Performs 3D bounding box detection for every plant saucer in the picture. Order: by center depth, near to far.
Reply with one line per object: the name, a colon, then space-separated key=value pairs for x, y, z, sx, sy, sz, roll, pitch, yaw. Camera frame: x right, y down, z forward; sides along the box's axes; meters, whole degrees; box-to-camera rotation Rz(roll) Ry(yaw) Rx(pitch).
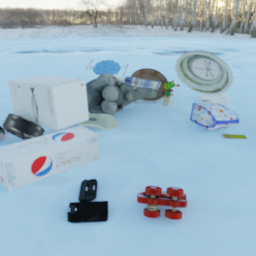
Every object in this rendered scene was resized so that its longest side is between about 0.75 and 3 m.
plant saucer: x=3.330 y=-2.491 z=12.187 sx=2.537 sy=2.537 sz=0.637 roll=14 pitch=61 yaw=30
plant saucer: x=1.047 y=-2.158 z=14.437 sx=2.081 sy=0.381 sz=2.081 roll=4 pitch=61 yaw=-7

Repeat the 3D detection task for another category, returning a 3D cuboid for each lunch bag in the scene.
lunch bag: x=3.311 y=-0.397 z=10.759 sx=1.237 sy=0.901 sz=1.455 roll=-5 pitch=21 yaw=-25

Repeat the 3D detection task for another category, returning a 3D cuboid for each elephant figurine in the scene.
elephant figurine: x=-0.577 y=-1.427 z=12.395 sx=2.276 sy=2.076 sz=2.933 roll=48 pitch=32 yaw=10

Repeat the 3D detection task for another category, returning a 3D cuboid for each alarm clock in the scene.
alarm clock: x=-3.600 y=0.076 z=9.585 sx=1.294 sy=0.639 sz=1.919 roll=28 pitch=-14 yaw=-19

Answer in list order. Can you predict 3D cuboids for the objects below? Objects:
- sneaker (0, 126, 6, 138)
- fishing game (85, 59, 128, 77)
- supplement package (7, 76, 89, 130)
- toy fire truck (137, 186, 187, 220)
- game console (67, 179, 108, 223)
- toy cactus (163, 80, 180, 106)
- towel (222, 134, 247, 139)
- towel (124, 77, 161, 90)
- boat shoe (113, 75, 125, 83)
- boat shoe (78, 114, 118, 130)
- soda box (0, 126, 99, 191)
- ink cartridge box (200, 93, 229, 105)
sneaker: x=-5.197 y=-0.177 z=10.245 sx=2.035 sy=0.970 sz=0.804 roll=20 pitch=28 yaw=36
fishing game: x=-0.911 y=-2.516 z=12.055 sx=1.755 sy=0.273 sz=1.256 roll=7 pitch=46 yaw=8
supplement package: x=-2.786 y=-0.969 z=9.774 sx=2.499 sy=1.461 sz=1.466 roll=11 pitch=22 yaw=36
toy fire truck: x=0.793 y=1.653 z=6.495 sx=1.162 sy=0.651 sz=0.975 roll=3 pitch=-1 yaw=6
game console: x=-0.926 y=1.708 z=6.774 sx=0.911 sy=0.186 sz=1.544 roll=-1 pitch=24 yaw=-3
toy cactus: x=1.973 y=-1.642 z=13.457 sx=0.733 sy=1.182 sz=1.433 roll=12 pitch=-2 yaw=-1
towel: x=3.884 y=0.303 z=10.237 sx=0.811 sy=0.073 sz=0.349 roll=2 pitch=24 yaw=3
towel: x=0.648 y=-2.082 z=13.100 sx=1.665 sy=0.198 sz=1.223 roll=9 pitch=-3 yaw=0
boat shoe: x=-0.316 y=-2.252 z=14.921 sx=2.154 sy=0.775 sz=0.738 roll=11 pitch=-4 yaw=-13
boat shoe: x=-1.247 y=-0.257 z=10.854 sx=1.669 sy=0.582 sz=0.594 roll=8 pitch=-7 yaw=-16
soda box: x=-2.265 y=0.764 z=8.090 sx=2.795 sy=0.890 sz=0.952 roll=-16 pitch=28 yaw=-34
ink cartridge box: x=4.382 y=-1.518 z=14.245 sx=1.339 sy=0.299 sz=1.179 roll=6 pitch=24 yaw=13
